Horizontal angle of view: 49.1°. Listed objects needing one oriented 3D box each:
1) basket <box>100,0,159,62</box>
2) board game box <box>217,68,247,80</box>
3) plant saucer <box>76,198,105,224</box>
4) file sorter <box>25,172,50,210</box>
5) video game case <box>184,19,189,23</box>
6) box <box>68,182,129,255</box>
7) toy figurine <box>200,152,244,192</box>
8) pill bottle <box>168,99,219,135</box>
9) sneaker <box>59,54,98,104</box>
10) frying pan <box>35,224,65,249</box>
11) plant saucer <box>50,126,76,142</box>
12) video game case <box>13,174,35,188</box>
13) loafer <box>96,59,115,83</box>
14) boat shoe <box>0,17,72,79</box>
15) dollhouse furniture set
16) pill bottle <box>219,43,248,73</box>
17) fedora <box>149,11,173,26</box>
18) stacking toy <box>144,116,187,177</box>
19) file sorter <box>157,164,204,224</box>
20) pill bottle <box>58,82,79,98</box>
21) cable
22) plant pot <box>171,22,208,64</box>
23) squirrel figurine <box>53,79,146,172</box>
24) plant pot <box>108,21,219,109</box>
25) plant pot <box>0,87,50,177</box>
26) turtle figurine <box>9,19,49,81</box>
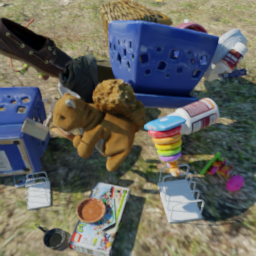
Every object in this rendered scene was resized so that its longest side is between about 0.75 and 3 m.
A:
[{"bbox_3d":[0.038,-3.863,11.285,1.889,2.536,1.810,-19,61,-6],"label":"basket"},{"bbox_3d":[3.528,-1.825,9.612,0.802,0.247,0.802,-12,8,7],"label":"board game box"},{"bbox_3d":[-1.062,2.377,8.031,0.812,0.131,0.812,0,39,0],"label":"plant saucer"},{"bbox_3d":[-2.841,1.947,8.768,0.664,0.596,0.957,-9,41,-10],"label":"file sorter"},{"bbox_3d":[3.331,-4.425,15.251,0.255,2.029,2.834,-7,38,15],"label":"video game case"},{"bbox_3d":[-0.771,2.604,8.155,1.164,0.367,2.115,9,41,11],"label":"box"},{"bbox_3d":[3.239,1.526,9.274,1.232,1.005,1.338,40,28,21],"label":"toy figurine"},{"bbox_3d":[1.711,-0.256,7.526,1.284,0.733,0.733,-21,44,-17],"label":"pill bottle"},{"bbox_3d":[-1.413,-1.092,8.152,1.117,1.950,0.746,-18,36,-21],"label":"sneaker"},{"bbox_3d":[-2.243,3.047,7.796,1.003,0.163,0.607,6,40,9],"label":"frying pan"},{"bbox_3d":[-1.873,0.200,8.556,1.027,1.027,0.192,26,83,28],"label":"plant saucer"},{"bbox_3d":[-3.573,1.628,9.547,0.623,0.078,0.870,-15,42,-18],"label":"video game case"},{"bbox_3d":[-1.218,-2.968,14.344,2.842,1.081,0.959,2,38,-13],"label":"loafer"},{"bbox_3d":[-2.836,-2.469,8.988,2.931,1.031,1.032,17,46,-37],"label":"boat shoe"},{"bbox_3d":[-2.451,-0.491,8.245,0.676,0.792,1.528,25,37,-15],"label":"dollhouse furniture set"},{"bbox_3d":[3.281,-2.182,8.708,0.484,0.848,0.484,37,12,-9],"label":"pill bottle"},{"bbox_3d":[0.598,-4.588,12.316,2.754,1.123,2.754,12,31,-7],"label":"fedora"},{"bbox_3d":[1.000,0.509,6.817,0.819,1.492,0.866,-20,14,-29],"label":"stacking toy"},{"bbox_3d":[1.574,1.962,8.513,1.008,0.904,1.453,-6,41,-7],"label":"file sorter"},{"bbox_3d":[-1.988,-2.023,11.398,1.067,1.067,1.843,10,46,12],"label":"pill bottle"},{"bbox_3d":[3.244,-2.483,9.690,1.913,1.913,0.662,-21,65,-46],"label":"cable"},{"bbox_3d":[2.193,-3.505,11.823,1.874,1.874,1.678,-17,30,-19],"label":"plant pot"},{"bbox_3d":[-0.770,-0.335,7.605,2.195,2.352,1.664,38,8,-16],"label":"squirrel figurine"},{"bbox_3d":[0.883,-2.054,9.278,2.750,2.473,2.751,0,19,-23],"label":"plant pot"},{"bbox_3d":[-4.090,0.248,9.409,2.465,2.466,2.217,-4,44,-6],"label":"plant pot"},{"bbox_3d":[-3.646,-2.935,11.194,0.780,1.954,2.423,1,67,19],"label":"turtle figurine"}]
